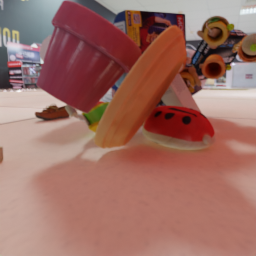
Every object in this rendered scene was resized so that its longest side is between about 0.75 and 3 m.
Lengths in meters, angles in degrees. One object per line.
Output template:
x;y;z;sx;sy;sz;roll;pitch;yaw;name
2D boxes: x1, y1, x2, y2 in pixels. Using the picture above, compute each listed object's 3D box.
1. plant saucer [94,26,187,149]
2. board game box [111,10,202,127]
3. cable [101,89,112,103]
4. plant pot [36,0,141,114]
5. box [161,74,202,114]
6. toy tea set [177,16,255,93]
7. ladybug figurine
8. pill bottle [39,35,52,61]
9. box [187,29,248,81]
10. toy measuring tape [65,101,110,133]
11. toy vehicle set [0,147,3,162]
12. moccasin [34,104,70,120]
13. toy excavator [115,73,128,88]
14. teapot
0.319;-0.621;5.235;0.486;2.595;2.595;35;15;5;plant saucer
0.888;-1.667;7.970;2.915;2.916;0.899;-14;16;-39;board game box
0.434;-0.824;10.059;2.848;0.986;2.847;-2;13;-24;cable
-0.886;-1.244;5.490;1.794;1.606;1.794;31;3;-2;plant pot
1.372;-0.649;7.376;0.522;1.526;0.627;-12;30;45;box
1.838;-1.644;6.635;2.571;1.529;0.952;-23;27;37;toy tea set
1.096;-0.057;6.255;1.355;0.718;1.997;-13;19;-30;ladybug figurine
-1.999;-2.305;9.882;1.254;1.254;2.289;3;-7;19;pill bottle
2.880;-2.382;9.166;2.095;1.665;0.482;-16;55;-43;box
-0.695;-0.341;6.593;0.854;0.854;2.321;2;-10;11;toy measuring tape
-3.210;0.564;4.410;1.973;0.262;1.226;0;10;-1;toy vehicle set
-2.704;-0.603;10.129;0.558;0.589;1.527;8;13;39;moccasin
0.001;-0.998;6.201;1.069;0.549;1.099;32;31;19;toy excavator
2.142;-1.900;11.006;2.113;2.140;1.563;-37;27;34;teapot
